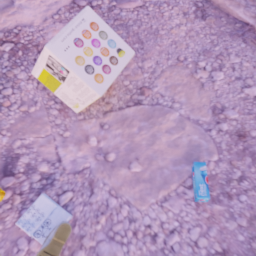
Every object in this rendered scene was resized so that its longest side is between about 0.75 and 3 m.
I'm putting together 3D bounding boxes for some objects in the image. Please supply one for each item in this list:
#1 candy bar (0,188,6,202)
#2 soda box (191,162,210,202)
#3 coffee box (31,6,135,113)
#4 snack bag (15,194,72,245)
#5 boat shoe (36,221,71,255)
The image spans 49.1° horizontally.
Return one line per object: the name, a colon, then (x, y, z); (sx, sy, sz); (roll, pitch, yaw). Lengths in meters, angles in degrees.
candy bar: (-4.775, 2.829, 9.316); (0.547, 0.243, 2.194); (42, 98, 26)
soda box: (2.642, 1.965, 10.242); (0.474, 0.449, 1.399); (2, 58, 1)
coffee box: (-1.841, -2.585, 11.309); (2.605, 2.634, 2.630); (42, 62, -15)
snack bag: (-2.888, 3.181, 9.646); (1.459, 0.156, 1.376); (32, 63, 18)
boat shoe: (-2.425, 3.800, 8.980); (0.645, 0.590, 1.726); (40, 76, -11)
